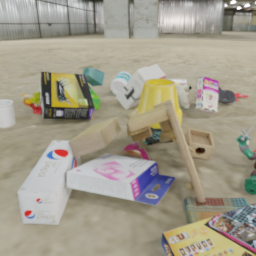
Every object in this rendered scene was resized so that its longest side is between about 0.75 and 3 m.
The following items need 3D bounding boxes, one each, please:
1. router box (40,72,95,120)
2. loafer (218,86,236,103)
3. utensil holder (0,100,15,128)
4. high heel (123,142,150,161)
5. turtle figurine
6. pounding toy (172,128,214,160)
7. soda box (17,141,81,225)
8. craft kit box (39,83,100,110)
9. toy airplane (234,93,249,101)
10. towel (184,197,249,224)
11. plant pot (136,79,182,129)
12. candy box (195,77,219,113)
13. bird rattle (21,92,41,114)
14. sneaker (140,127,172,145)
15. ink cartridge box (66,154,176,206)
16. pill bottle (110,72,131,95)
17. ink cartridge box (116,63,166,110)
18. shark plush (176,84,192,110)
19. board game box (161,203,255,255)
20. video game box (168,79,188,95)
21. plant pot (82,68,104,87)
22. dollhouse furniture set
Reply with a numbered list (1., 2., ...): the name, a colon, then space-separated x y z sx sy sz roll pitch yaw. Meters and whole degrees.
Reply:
1. router box: -2.608 -1.382 11.764 1.974 0.656 2.511 0 42 -21
2. loafer: 4.129 -1.506 13.167 2.265 0.814 0.713 10 -18 -34
3. utensil holder: -4.917 -0.568 11.114 0.788 0.928 0.788 0 23 0
4. high heel: 0.258 0.812 8.621 0.521 0.366 1.087 -30 39 -10
5. turtle figurine: 3.805 0.861 7.389 1.764 1.186 2.357 -2 34 31
6. pounding toy: 1.922 0.564 8.584 1.252 0.573 1.100 11 37 -2
7. soda box: -1.809 1.207 6.929 0.801 0.857 2.516 1 23 2
8. craft kit box: -2.915 -1.550 13.552 2.627 0.637 2.595 0 25 -20
9. toy airplane: 5.641 -1.634 14.604 1.176 0.216 1.176 2 24 -1
10. towel: 2.038 2.066 5.704 1.506 0.223 2.054 1 22 0
11. plant pot: 1.176 -0.932 10.885 1.859 1.749 1.859 0 23 0
12. candy box: 3.278 -1.353 11.618 0.915 1.342 0.409 10 -10 -29
13. bird rattle: -4.165 -1.121 12.189 0.925 1.135 0.639 17 57 -8
14. sneaker: 0.883 0.318 9.586 1.635 0.648 0.617 13 -23 -7
15. ink cartridge box: -0.055 1.156 6.916 2.147 0.465 2.108 5 8 20
16. pill bottle: -0.323 -2.485 15.309 0.943 0.943 1.703 5 31 11
17. ink cartridge box: 0.559 -1.865 12.767 1.446 2.004 0.839 -30 80 -44
18. shark plush: 2.288 -1.523 13.200 0.963 0.882 2.119 -29 25 -8
19. board game box: 1.909 2.155 4.662 2.288 0.396 1.550 -11 37 -16
20. video game box: 2.151 -2.290 15.761 2.339 0.548 2.131 3 20 8
21. plant pot: -1.801 -2.625 14.124 0.693 0.693 0.981 0 -16 34
22. dollhouse furniture set: 0.264 0.793 7.647 2.773 2.260 2.637 -19 8 12
